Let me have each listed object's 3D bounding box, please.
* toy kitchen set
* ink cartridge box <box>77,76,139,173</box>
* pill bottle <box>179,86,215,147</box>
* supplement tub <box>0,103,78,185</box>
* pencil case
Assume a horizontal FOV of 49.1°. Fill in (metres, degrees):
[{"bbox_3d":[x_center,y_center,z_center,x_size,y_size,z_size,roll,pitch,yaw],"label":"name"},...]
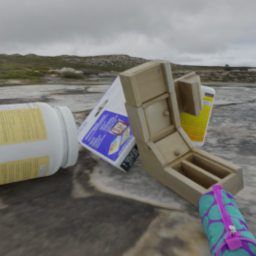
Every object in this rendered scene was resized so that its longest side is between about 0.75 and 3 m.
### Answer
[{"bbox_3d":[1.567,-0.200,6.436,2.225,2.727,2.460,-26,27,-22],"label":"toy kitchen set"},{"bbox_3d":[-0.175,-0.310,8.766,0.622,2.839,2.866,44,-13,-37],"label":"ink cartridge box"},{"bbox_3d":[1.872,-0.206,8.773,1.236,2.262,1.236,11,7,-1],"label":"pill bottle"},{"bbox_3d":[-2.847,0.377,7.149,2.716,1.975,1.975,-7,15,-29],"label":"supplement tub"},{"bbox_3d":[1.563,1.598,4.431,0.723,0.785,1.699,-7,10,7],"label":"pencil case"}]
